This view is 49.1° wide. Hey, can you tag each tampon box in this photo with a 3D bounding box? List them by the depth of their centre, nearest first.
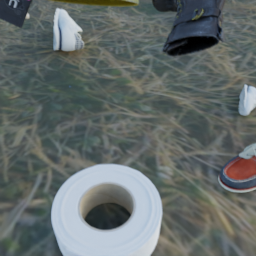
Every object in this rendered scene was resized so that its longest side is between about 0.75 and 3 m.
[{"bbox_3d":[-2.844,-3.348,6.747,1.098,0.925,1.465,20,41,-25],"label":"tampon box"}]

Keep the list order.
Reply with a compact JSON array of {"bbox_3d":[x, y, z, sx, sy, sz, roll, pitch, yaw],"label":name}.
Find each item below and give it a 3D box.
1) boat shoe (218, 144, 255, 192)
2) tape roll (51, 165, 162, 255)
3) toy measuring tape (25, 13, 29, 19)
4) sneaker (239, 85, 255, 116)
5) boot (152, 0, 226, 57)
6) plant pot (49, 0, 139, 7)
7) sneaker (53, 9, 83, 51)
[{"bbox_3d":[2.840,0.646,5.906,2.193,0.686,0.781,-20,46,-19],"label":"boat shoe"},{"bbox_3d":[-0.363,1.537,4.898,1.878,0.657,1.878,1,41,0],"label":"tape roll"},{"bbox_3d":[-3.432,-5.005,8.969,1.010,2.747,1.010,-6,14,1],"label":"toy measuring tape"},{"bbox_3d":[3.373,-0.754,7.708,0.512,0.486,1.272,22,46,10],"label":"sneaker"},{"bbox_3d":[1.056,-2.207,5.519,2.131,0.738,1.855,4,63,47],"label":"boot"},{"bbox_3d":[-0.879,-3.659,6.110,2.341,1.662,2.341,3,20,-1],"label":"plant pot"},{"bbox_3d":[-2.367,-3.774,10.906,1.067,1.012,2.650,-1,47,-14],"label":"sneaker"}]
